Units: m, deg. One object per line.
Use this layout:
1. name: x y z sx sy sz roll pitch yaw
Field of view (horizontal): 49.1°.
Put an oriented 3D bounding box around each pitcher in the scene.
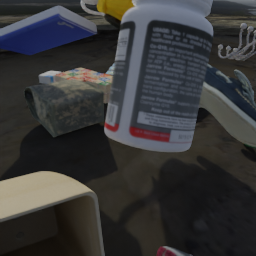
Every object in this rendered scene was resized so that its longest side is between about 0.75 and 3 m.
1. pitcher: -0.542 -4.490 10.262 1.736 2.024 1.227 -42 30 13

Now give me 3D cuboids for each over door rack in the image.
1. over door rack: 4.114 -2.802 8.391 2.466 0.822 1.822 -18 -1 38

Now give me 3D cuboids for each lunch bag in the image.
1. lunch bag: -2.042 -0.810 8.771 1.740 1.247 2.121 -20 38 -33

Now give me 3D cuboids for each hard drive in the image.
1. hard drive: -2.631 -2.869 8.593 2.793 0.354 1.843 -8 0 26

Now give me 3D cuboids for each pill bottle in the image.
1. pill bottle: 0.415 -0.816 3.586 1.167 2.050 1.167 10 9 -2

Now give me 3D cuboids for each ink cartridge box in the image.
1. ink cartridge box: -3.454 -2.259 12.537 0.627 0.362 0.865 11 29 21

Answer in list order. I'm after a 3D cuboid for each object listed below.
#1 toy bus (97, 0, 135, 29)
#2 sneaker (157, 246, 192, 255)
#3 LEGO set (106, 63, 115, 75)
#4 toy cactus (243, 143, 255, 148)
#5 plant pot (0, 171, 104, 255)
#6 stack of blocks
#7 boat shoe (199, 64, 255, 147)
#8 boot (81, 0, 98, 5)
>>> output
1. toy bus: 0.992 -3.452 8.355 2.887 1.959 2.771 20 15 -44
2. sneaker: 0.985 2.090 4.026 1.239 0.499 0.462 22 18 23
3. LEGO set: 0.081 -3.005 13.893 2.085 0.512 1.558 7 32 13
4. toy cactus: 3.595 0.354 7.091 1.852 0.947 1.528 19 41 16
5. plant pot: -1.454 1.550 3.742 1.844 1.846 1.634 -13 20 -23
6. stack of blocks: -1.533 -1.665 10.982 2.446 0.716 1.408 21 34 33
7. boat shoe: 1.800 -0.553 5.089 0.782 0.946 2.528 -28 30 -1
8. boot: -0.943 -4.504 9.266 1.281 0.612 0.471 3 -16 14
